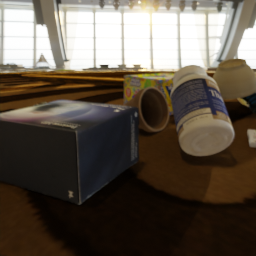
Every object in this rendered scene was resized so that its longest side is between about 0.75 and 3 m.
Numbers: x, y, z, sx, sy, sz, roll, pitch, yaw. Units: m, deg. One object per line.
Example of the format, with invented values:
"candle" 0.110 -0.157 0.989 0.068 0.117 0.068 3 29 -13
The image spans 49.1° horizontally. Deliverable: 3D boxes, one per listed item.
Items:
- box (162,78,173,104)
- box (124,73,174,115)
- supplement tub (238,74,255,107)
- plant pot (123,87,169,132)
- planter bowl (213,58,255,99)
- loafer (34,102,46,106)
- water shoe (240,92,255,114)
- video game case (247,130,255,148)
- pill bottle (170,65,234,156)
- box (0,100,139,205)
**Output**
"box" 2.619 -1.497 11.651 2.673 0.936 0.859 -1 -24 -48
"box" 1.607 -1.750 13.825 2.649 1.678 2.750 -10 18 -32
"supplement tub" 6.460 -1.812 14.063 1.716 1.716 2.377 1 15 3
"plant pot" 0.490 -0.561 10.216 1.591 1.591 1.388 -14 1 -42
"planter bowl" 4.622 -2.265 12.352 1.970 1.326 1.970 -14 24 6
"loafer" -3.342 -0.475 10.619 0.798 0.862 2.293 -4 15 -31
"water shoe" 5.541 -1.121 12.237 2.212 0.873 0.791 30 -5 40
"video game case" 4.666 0.379 8.707 1.708 0.188 1.555 5 16 19
"pill bottle" 1.945 -0.591 7.850 1.389 1.389 2.503 -1 51 -3
"box" -1.357 0.298 6.445 2.478 1.527 2.458 7 18 27
